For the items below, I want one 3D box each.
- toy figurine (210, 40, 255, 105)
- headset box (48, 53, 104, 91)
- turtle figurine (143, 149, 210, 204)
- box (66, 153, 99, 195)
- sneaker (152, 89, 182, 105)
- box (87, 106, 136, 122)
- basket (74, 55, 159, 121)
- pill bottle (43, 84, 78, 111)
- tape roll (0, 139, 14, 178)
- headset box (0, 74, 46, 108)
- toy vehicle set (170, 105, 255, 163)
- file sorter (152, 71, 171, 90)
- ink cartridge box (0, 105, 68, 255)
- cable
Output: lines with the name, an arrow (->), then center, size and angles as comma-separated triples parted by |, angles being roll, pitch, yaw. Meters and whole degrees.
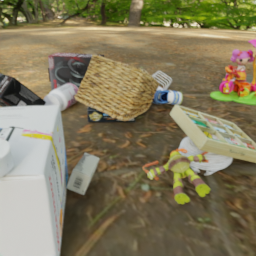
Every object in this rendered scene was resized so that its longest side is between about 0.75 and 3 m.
toy figurine -> 5.249, -2.589, 12.505 | 2.839, 2.613, 2.131 | 1, 25, 3
headset box -> -2.427, -2.368, 12.807 | 2.604, 1.938, 1.006 | 7, 24, 12
turtle figurine -> 1.321, 0.945, 6.498 | 1.868, 0.602, 1.507 | -14, 34, -2
box -> -1.013, 1.025, 6.474 | 0.417, 0.501, 1.219 | 22, 11, -2
sneaker -> 1.406, -1.295, 11.582 | 0.725, 0.652, 1.764 | 0, 4, -34
box -> -0.646, -0.898, 11.248 | 1.805, 0.522, 2.271 | 0, 25, -4
basket -> -0.375, -1.352, 10.720 | 2.607, 1.942, 1.860 | 23, 1, 28
pill bottle -> -2.725, -1.218, 11.544 | 0.893, 0.893, 1.576 | 8, 26, 18
tape roll -> -2.007, 0.442, 3.819 | 0.813, 0.284, 0.813 | 0, 25, 0
headset box -> -4.369, -1.220, 10.080 | 2.238, 1.665, 0.864 | 19, 74, 34
toy vehicle set -> 2.456, 0.186, 7.570 | 2.500, 0.331, 1.553 | 13, 29, -33
file sorter -> 1.366, -2.011, 13.015 | 0.904, 0.811, 1.302 | 36, 33, 8
ink cartridge box -> -2.293, 1.004, 5.341 | 1.997, 2.032, 2.760 | -3, 26, -7
cable -> 2.161, 0.658, 7.881 | 1.493, 0.517, 1.493 | -12, 28, -28
